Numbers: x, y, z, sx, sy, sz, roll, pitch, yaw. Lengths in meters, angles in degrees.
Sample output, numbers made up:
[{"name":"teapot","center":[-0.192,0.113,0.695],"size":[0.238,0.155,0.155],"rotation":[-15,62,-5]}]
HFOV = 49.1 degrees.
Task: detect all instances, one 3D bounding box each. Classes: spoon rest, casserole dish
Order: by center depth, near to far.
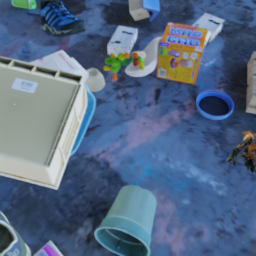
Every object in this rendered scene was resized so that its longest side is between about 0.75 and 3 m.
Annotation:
[{"name":"casserole dish","center":[-2.122,-0.340,9.170],"size":[0.528,1.648,2.720],"rotation":[-7,56,52]},{"name":"spoon rest","center":[0.966,-3.003,11.564],"size":[1.430,0.872,2.878],"rotation":[4,39,48]}]

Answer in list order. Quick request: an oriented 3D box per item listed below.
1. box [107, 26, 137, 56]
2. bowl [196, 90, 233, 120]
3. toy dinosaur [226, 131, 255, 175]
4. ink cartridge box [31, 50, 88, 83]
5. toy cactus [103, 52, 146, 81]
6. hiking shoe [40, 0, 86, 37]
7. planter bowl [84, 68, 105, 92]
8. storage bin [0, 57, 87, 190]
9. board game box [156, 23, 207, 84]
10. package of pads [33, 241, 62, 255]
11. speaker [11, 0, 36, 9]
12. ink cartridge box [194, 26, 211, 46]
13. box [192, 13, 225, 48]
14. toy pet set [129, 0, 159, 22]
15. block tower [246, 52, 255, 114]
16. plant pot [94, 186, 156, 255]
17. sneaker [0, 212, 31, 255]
[{"name":"box","center":[-0.239,-3.893,12.611],"size":[0.946,0.488,1.621],"rotation":[13,54,10]},{"name":"bowl","center":[3.191,-0.840,10.391],"size":[1.352,0.265,1.352],"rotation":[0,52,0]},{"name":"toy dinosaur","center":[2.803,0.477,6.330],"size":[0.724,0.962,1.417],"rotation":[30,27,18]},{"name":"ink cartridge box","center":[-2.699,-1.587,10.174],"size":[2.339,1.465,1.503],"rotation":[-28,55,-20]},{"name":"toy cactus","center":[0.038,-1.605,6.839],"size":[1.056,0.655,1.280],"rotation":[-28,19,-37]},{"name":"hiking shoe","center":[-2.427,-3.845,9.730],"size":[0.963,1.122,2.588],"rotation":[-28,37,-34]},{"name":"planter bowl","center":[-1.388,-1.949,11.033],"size":[0.911,0.613,0.911],"rotation":[0,51,0]},{"name":"storage bin","center":[-2.480,-0.232,6.394],"size":[2.502,1.173,2.484],"rotation":[14,60,2]},{"name":"board game box","center":[2.126,-2.969,11.194],"size":[1.585,1.586,1.585],"rotation":[13,53,10]},{"name":"package of pads","center":[-1.893,3.657,6.772],"size":[1.401,0.478,1.082],"rotation":[38,61,26]},{"name":"speaker","center":[-5.475,-6.538,14.643],"size":[1.191,0.527,0.527],"rotation":[13,53,10]},{"name":"ink cartridge box","center":[2.978,-3.718,12.265],"size":[0.727,1.252,0.421],"rotation":[34,20,23]},{"name":"box","center":[3.583,-4.576,13.099],"size":[1.067,0.550,1.830],"rotation":[32,58,22]},{"name":"toy pet set","center":[0.709,-6.635,13.503],"size":[1.387,2.611,2.438],"rotation":[-8,77,21]},{"name":"block tower","center":[5.071,-1.776,10.796],"size":[0.750,0.803,2.777],"rotation":[12,54,10]},{"name":"plant pot","center":[0.058,2.367,7.285],"size":[1.439,1.439,1.409],"rotation":[15,46,11]},{"name":"sneaker","center":[-3.560,2.544,7.211],"size":[2.538,1.140,0.851],"rotation":[31,59,22]}]
